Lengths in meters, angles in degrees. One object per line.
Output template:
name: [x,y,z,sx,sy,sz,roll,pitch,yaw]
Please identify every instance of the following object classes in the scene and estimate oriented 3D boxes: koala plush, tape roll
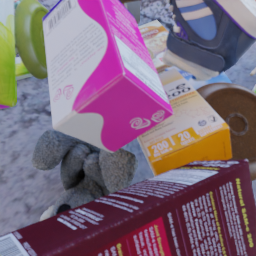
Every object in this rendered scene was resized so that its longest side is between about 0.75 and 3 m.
koala plush: [-0.874,1.468,5.683,1.995,2.068,2.250,13,79,16]
tape roll: [0.002,-4.066,9.264,0.431,1.305,1.305,-15,59,-9]

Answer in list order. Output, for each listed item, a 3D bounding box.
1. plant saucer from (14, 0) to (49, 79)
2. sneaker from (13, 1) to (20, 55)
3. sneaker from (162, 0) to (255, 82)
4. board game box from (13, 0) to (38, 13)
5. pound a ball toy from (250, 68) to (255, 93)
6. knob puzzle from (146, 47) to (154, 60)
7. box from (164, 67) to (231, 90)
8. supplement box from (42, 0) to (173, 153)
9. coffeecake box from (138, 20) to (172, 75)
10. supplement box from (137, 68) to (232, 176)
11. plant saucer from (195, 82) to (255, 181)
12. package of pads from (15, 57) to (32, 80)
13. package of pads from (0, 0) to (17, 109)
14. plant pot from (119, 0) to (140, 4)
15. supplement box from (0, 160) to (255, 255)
plant saucer: [-1.798,-1.841,5.847,0.250,1.612,1.612,-1,57,13]
sneaker: [-2.422,-2.070,5.901,0.507,0.564,1.306,1,66,40]
sneaker: [0.916,-1.991,4.979,2.587,1.894,1.042,45,45,-3]
board game box: [-4.182,-4.504,10.121,1.088,0.333,1.436,35,64,20]
pound a ball toy: [4.004,-1.274,7.958,1.114,0.726,1.708,19,56,41]
knob puzzle: [-0.234,-1.812,7.935,2.180,0.302,2.180,-8,67,18]
box: [2.175,-0.694,7.515,1.594,0.623,2.613,-18,59,-11]
supplement box: [-0.352,-0.851,3.615,1.013,1.035,2.003,-33,51,24]
coffeecake box: [0.762,-2.344,8.558,1.359,0.647,1.770,-25,61,-15]
supplement box: [0.655,-0.102,4.514,1.163,0.678,1.845,-25,40,0]
plant saucer: [2.551,-0.019,6.804,2.656,0.486,2.656,2,72,-6]
package of pads: [-3.373,-1.763,8.395,0.892,0.304,0.689,-16,60,-11]
package of pads: [-2.548,-1.395,4.335,0.734,1.663,2.152,-8,83,23]
plant pot: [0.083,-4.080,6.562,2.288,2.624,2.624,16,58,26]
supplement box: [0.094,1.284,2.384,2.615,0.796,1.423,-14,92,-32]
